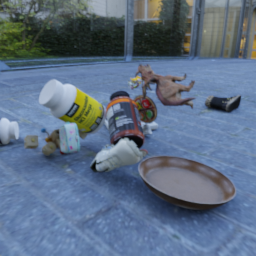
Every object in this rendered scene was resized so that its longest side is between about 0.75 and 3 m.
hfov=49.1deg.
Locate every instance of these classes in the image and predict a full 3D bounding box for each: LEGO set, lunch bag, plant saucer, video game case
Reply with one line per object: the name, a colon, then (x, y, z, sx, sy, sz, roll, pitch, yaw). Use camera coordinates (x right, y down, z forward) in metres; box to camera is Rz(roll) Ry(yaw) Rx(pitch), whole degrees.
LEGO set: (0.541, -1.701, 10.904, 1.256, 0.468, 0.578, -9, 38, -21)
lunch bag: (-1.975, 0.331, 9.395, 0.484, 1.006, 1.254, -4, -2, -25)
plant saucer: (1.569, 1.502, 7.801, 2.680, 0.430, 2.680, 9, 18, -3)
video game case: (0.034, -0.228, 13.370, 2.210, 0.258, 2.009, -6, 19, -14)

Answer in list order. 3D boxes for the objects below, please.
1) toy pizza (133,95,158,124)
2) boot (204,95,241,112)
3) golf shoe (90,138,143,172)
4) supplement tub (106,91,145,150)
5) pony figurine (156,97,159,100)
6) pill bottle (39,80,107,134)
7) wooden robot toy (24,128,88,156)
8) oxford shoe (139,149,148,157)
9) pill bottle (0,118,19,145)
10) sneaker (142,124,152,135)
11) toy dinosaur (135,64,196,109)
toy pizza: (0.606, -0.703, 10.879, 1.202, 1.202, 0.190, 14, 32, 35)
boot: (5.599, -1.534, 16.428, 1.592, 0.774, 2.114, 16, 31, 36)
golf shoe: (-0.412, 0.998, 8.493, 1.094, 0.881, 2.250, -40, 7, -30)
supplement tub: (-0.154, -0.286, 10.000, 1.189, 1.189, 2.223, -3, 53, -9)
pony figurine: (2.314, -1.911, 17.693, 0.961, 0.800, 0.928, 21, 34, 14)
pill bottle: (-1.948, -0.742, 9.994, 2.257, 1.269, 1.269, 31, -5, -41)
wooden robot toy: (-2.762, 0.568, 10.685, 2.513, 1.107, 1.140, -17, -10, -41)
oxford shoe: (0.311, 0.915, 10.011, 0.788, 0.277, 0.295, -6, 32, 40)
pill bottle: (-5.408, 0.155, 11.133, 1.869, 1.051, 1.051, -3, 20, -9)
sneaker: (0.788, 0.047, 11.747, 0.432, 0.474, 1.156, -5, -1, -4)
toy dinosaur: (1.307, -1.280, 9.819, 1.697, 1.075, 2.504, -7, 37, -18)
